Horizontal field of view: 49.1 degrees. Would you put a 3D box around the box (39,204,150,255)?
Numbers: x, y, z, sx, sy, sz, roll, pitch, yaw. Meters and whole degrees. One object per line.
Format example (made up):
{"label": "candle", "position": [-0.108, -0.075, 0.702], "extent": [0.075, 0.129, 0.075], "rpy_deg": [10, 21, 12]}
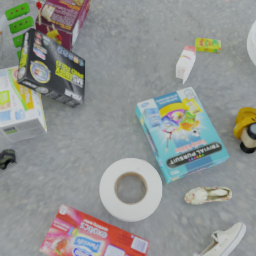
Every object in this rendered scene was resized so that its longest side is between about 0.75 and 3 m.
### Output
{"label": "box", "position": [-0.766, 2.934, 6.908], "extent": [2.371, 1.132, 1.182], "rpy_deg": [20, 66, 9]}

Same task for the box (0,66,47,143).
{"label": "box", "position": [-3.346, -0.791, 8.683], "extent": [1.161, 1.046, 2.064], "rpy_deg": [-15, 64, -8]}

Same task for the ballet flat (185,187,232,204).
{"label": "ballet flat", "position": [2.195, 1.792, 7.619], "extent": [1.285, 0.411, 0.486], "rpy_deg": [-8, 65, 0]}

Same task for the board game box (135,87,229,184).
{"label": "board game box", "position": [1.563, 0.142, 8.455], "extent": [1.885, 0.586, 2.497], "rpy_deg": [-19, 68, -11]}

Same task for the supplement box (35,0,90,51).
{"label": "supplement box", "position": [-2.312, -4.148, 10.196], "extent": [1.280, 0.993, 2.320], "rpy_deg": [18, 66, -5]}

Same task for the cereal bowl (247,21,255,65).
{"label": "cereal bowl", "position": [5.284, -2.688, 9.592], "extent": [2.538, 1.057, 2.538], "rpy_deg": [0, 64, 0]}

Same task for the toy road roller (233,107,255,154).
{"label": "toy road roller", "position": [3.990, -0.080, 8.433], "extent": [1.641, 1.009, 1.198], "rpy_deg": [-13, 54, -5]}

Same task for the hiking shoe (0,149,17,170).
{"label": "hiking shoe", "position": [-3.825, 1.000, 8.231], "extent": [1.033, 0.391, 0.520], "rpy_deg": [-20, 64, -9]}

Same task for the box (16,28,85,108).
{"label": "box", "position": [-2.259, -1.763, 8.610], "extent": [0.475, 2.144, 1.717], "rpy_deg": [-18, 62, 35]}

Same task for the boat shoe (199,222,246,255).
{"label": "boat shoe", "position": [2.423, 2.932, 7.256], "extent": [1.501, 0.532, 0.524], "rpy_deg": [-42, 78, -13]}

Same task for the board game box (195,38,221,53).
{"label": "board game box", "position": [2.907, -3.006, 10.209], "extent": [0.878, 0.209, 0.446], "rpy_deg": [7, 65, 3]}

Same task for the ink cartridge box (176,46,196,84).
{"label": "ink cartridge box", "position": [1.923, -2.130, 9.512], "extent": [0.386, 0.666, 1.144], "rpy_deg": [19, 68, 19]}

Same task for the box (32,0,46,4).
{"label": "box", "position": [-3.863, -5.676, 10.715], "extent": [2.286, 1.564, 0.447], "rpy_deg": [20, 67, 9]}

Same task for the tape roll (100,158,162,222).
{"label": "tape roll", "position": [0.081, 1.719, 7.916], "extent": [1.778, 0.325, 1.778], "rpy_deg": [-1, 64, 1]}

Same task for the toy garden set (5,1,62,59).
{"label": "toy garden set", "position": [-3.086, -3.265, 9.287], "extent": [1.534, 0.367, 1.840], "rpy_deg": [-19, 81, 6]}

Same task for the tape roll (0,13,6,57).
{"label": "tape roll", "position": [-4.399, -2.565, 8.694], "extent": [0.698, 2.113, 2.113], "rpy_deg": [14, 63, -20]}
